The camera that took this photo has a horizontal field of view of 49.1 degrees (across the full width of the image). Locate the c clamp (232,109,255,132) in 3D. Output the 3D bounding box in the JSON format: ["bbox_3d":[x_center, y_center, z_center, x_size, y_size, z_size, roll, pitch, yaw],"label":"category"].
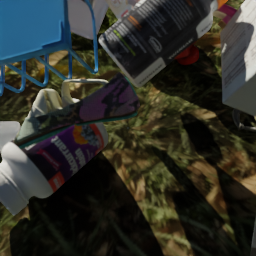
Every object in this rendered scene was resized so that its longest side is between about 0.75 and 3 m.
[{"bbox_3d":[3.867,-0.075,8.286,1.602,0.217,1.368,17,56,12],"label":"c clamp"}]

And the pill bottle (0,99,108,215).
[{"bbox_3d":[-1.991,0.678,6.862,1.586,1.586,2.846,35,61,23],"label":"pill bottle"}]

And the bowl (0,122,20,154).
[{"bbox_3d":[-3.531,0.316,7.900,0.994,0.371,0.995,-5,54,-4],"label":"bowl"}]

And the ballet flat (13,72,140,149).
[{"bbox_3d":[-1.030,-0.339,4.840,2.544,0.905,0.879,-16,9,24],"label":"ballet flat"}]

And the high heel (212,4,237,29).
[{"bbox_3d":[2.591,-3.616,8.175,1.460,0.492,0.700,40,77,-5],"label":"high heel"}]

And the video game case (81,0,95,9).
[{"bbox_3d":[-1.283,-4.298,8.626,0.836,0.919,0.107,42,52,15],"label":"video game case"}]

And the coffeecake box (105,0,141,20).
[{"bbox_3d":[1.005,-3.434,7.300,2.013,2.622,0.958,55,32,-1],"label":"coffeecake box"}]

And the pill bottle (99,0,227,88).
[{"bbox_3d":[0.768,-2.147,5.812,2.580,1.371,1.371,-39,58,7],"label":"pill bottle"}]

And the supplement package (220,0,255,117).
[{"bbox_3d":[2.956,-1.450,5.335,1.673,1.661,2.204,20,53,-10],"label":"supplement package"}]

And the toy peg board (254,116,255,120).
[{"bbox_3d":[5.021,0.173,7.394,2.312,1.131,2.302,0,53,-8],"label":"toy peg board"}]

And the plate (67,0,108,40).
[{"bbox_3d":[-2.073,-4.939,11.220,2.609,0.423,2.615,20,77,2],"label":"plate"}]

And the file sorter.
[{"bbox_3d":[-2.015,-1.733,5.443,2.535,1.555,1.759,-10,74,15],"label":"file sorter"}]

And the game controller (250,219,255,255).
[{"bbox_3d":[2.166,1.846,3.988,1.286,0.519,2.465,40,56,-22],"label":"game controller"}]

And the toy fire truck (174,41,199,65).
[{"bbox_3d":[1.410,-3.228,10.074,2.007,1.340,2.390,-8,51,17],"label":"toy fire truck"}]
